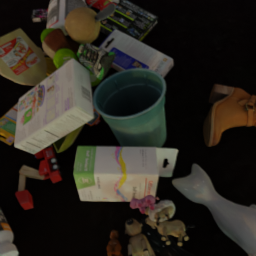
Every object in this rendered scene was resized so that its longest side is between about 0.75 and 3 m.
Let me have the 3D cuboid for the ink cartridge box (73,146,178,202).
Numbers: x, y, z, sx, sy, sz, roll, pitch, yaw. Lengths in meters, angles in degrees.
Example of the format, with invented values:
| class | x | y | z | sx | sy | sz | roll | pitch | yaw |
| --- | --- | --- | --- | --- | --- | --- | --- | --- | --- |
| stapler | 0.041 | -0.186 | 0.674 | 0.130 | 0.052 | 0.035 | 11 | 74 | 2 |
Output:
| class | x | y | z | sx | sy | sz | roll | pitch | yaw |
| --- | --- | --- | --- | --- | --- | --- | --- | --- | --- |
| ink cartridge box | -0.018 | 1.267 | 7.438 | 2.593 | 1.518 | 0.873 | 0 | 50 | 1 |

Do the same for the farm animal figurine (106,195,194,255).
| class | x | y | z | sx | sy | sz | roll | pitch | yaw |
| --- | --- | --- | --- | --- | --- | --- | --- | --- | --- |
| farm animal figurine | 0.404 | 2.228 | 6.114 | 1.453 | 1.799 | 0.905 | 32 | 12 | -8 |

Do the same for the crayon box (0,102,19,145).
| class | x | y | z | sx | sy | sz | roll | pitch | yaw |
| --- | --- | --- | --- | --- | --- | --- | --- | --- | --- |
| crayon box | -3.516 | -0.144 | 9.093 | 1.079 | 0.443 | 1.717 | 24 | 57 | 20 |

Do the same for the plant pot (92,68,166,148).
| class | x | y | z | sx | sy | sz | roll | pitch | yaw |
| --- | --- | --- | --- | --- | --- | --- | --- | --- | --- |
| plant pot | 0.244 | -0.324 | 8.130 | 2.008 | 1.967 | 2.008 | -10 | 45 | 10 |

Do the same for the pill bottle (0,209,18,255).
| class | x | y | z | sx | sy | sz | roll | pitch | yaw |
| --- | --- | --- | --- | --- | --- | --- | --- | --- | --- |
| pill bottle | -3.432 | 2.575 | 6.851 | 0.985 | 0.985 | 1.693 | -33 | 60 | -21 |

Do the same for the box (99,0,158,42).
| class | x | y | z | sx | sy | sz | roll | pitch | yaw |
| --- | --- | --- | --- | --- | --- | --- | --- | --- | --- |
| box | -0.008 | -4.408 | 11.861 | 1.884 | 0.448 | 1.819 | 33 | 75 | 14 |

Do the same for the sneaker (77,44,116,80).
| class | x | y | z | sx | sy | sz | roll | pitch | yaw |
| --- | --- | --- | --- | --- | --- | --- | --- | --- | --- |
| sneaker | -0.988 | -1.894 | 7.794 | 0.803 | 0.877 | 2.058 | -61 | 26 | 2 |

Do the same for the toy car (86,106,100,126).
| class | x | y | z | sx | sy | sz | roll | pitch | yaw |
| --- | --- | --- | --- | --- | --- | --- | --- | --- | --- |
| toy car | -0.860 | -0.905 | 9.373 | 0.741 | 1.093 | 2.227 | 43 | 67 | -10 |

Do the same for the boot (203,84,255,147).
| class | x | y | z | sx | sy | sz | roll | pitch | yaw |
| --- | --- | --- | --- | --- | --- | --- | --- | --- | --- |
| boot | 3.558 | -0.294 | 8.967 | 1.988 | 0.947 | 2.570 | 18 | 59 | 7 |

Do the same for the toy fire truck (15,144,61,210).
| class | x | y | z | sx | sy | sz | roll | pitch | yaw |
| --- | --- | --- | --- | --- | --- | --- | --- | --- | --- |
| toy fire truck | -2.641 | 1.284 | 8.107 | 1.290 | 0.446 | 1.829 | -19 | 56 | -12 |

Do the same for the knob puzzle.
| class | x | y | z | sx | sy | sz | roll | pitch | yaw |
| --- | --- | --- | --- | --- | --- | --- | --- | --- | --- |
| knob puzzle | -3.359 | -2.054 | 8.823 | 1.993 | 0.276 | 1.993 | 22 | 57 | -37 |

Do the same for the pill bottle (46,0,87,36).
| class | x | y | z | sx | sy | sz | roll | pitch | yaw |
| --- | --- | --- | --- | --- | --- | --- | --- | --- | --- |
| pill bottle | -2.417 | -4.346 | 11.374 | 1.668 | 1.668 | 2.929 | -5 | 54 | -4 |

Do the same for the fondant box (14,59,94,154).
| class | x | y | z | sx | sy | sz | roll | pitch | yaw |
| --- | --- | --- | --- | --- | --- | --- | --- | --- | --- |
| fondant box | -2.129 | -0.568 | 7.904 | 2.428 | 0.707 | 1.751 | -28 | 52 | 25 |

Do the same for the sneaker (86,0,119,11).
| class | x | y | z | sx | sy | sz | roll | pitch | yaw |
| --- | --- | --- | --- | --- | --- | --- | --- | --- | --- |
| sneaker | -1.053 | -5.468 | 12.662 | 2.006 | 0.772 | 0.852 | 23 | 64 | 7 |

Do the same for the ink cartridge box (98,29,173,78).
| class | x | y | z | sx | sy | sz | roll | pitch | yaw |
| --- | --- | --- | --- | --- | --- | --- | --- | --- | --- |
| ink cartridge box | 0.184 | -2.628 | 10.651 | 2.827 | 0.524 | 1.339 | 35 | 80 | 20 |

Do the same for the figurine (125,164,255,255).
| class | x | y | z | sx | sy | sz | roll | pitch | yaw |
| --- | --- | --- | --- | --- | --- | --- | --- | --- | --- |
| figurine | 1.821 | 2.486 | 6.882 | 2.894 | 1.246 | 2.823 | -37 | 58 | -24 |

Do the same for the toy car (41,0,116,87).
| class | x | y | z | sx | sy | sz | roll | pitch | yaw |
| --- | --- | --- | --- | --- | --- | --- | --- | --- | --- |
| toy car | -1.372 | -3.099 | 9.224 | 2.567 | 2.025 | 2.108 | -50 | 47 | 16 |

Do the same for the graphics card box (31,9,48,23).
| class | x | y | z | sx | sy | sz | roll | pitch | yaw |
| --- | --- | --- | --- | --- | --- | --- | --- | --- | --- |
| graphics card box | -3.842 | -5.117 | 12.776 | 1.074 | 0.273 | 0.674 | -6 | 55 | -3 |

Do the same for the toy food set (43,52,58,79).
| class | x | y | z | sx | sy | sz | roll | pitch | yaw |
| --- | --- | --- | --- | --- | --- | --- | --- | --- | --- |
| toy food set | -2.570 | -1.842 | 10.190 | 2.632 | 0.860 | 1.548 | 29 | 33 | 16 |

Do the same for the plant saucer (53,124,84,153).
| class | x | y | z | sx | sy | sz | roll | pitch | yaw |
| --- | --- | --- | --- | --- | --- | --- | --- | --- | --- |
| plant saucer | -1.791 | -0.354 | 8.587 | 1.776 | 0.425 | 1.774 | -57 | 41 | 14 |
